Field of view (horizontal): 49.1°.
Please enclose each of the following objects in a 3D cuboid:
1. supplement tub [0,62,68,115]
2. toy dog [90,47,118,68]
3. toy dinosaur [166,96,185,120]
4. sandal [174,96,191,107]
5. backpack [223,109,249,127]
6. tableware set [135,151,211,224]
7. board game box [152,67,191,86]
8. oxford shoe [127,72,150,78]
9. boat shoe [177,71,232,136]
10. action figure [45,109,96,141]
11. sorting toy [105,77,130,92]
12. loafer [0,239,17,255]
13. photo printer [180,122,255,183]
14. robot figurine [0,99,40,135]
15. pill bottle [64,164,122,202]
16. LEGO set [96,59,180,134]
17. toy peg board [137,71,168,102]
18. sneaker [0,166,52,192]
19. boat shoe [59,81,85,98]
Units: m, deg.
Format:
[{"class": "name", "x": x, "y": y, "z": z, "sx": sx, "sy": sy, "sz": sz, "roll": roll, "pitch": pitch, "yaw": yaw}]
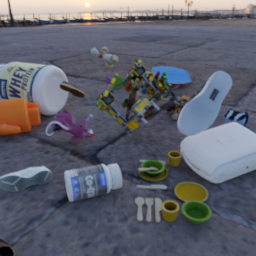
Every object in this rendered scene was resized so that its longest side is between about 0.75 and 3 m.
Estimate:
[{"class": "supplement tub", "x": -4.410, "y": -1.783, "z": 12.419, "sx": 2.942, "sy": 2.133, "sz": 2.133, "roll": 10, "pitch": 27, "yaw": 22}, {"class": "toy dog", "x": -0.999, "y": -3.189, "z": 12.192, "sx": 0.852, "sy": 1.292, "sz": 0.622, "roll": -15, "pitch": 56, "yaw": 25}, {"class": "toy dinosaur", "x": 2.297, "y": -0.790, "z": 12.218, "sx": 1.129, "sy": 0.850, "sz": 1.663, "roll": 38, "pitch": 24, "yaw": 32}, {"class": "sandal", "x": 2.840, "y": -1.355, "z": 13.467, "sx": 1.599, "sy": 0.432, "sz": 0.642, "roll": -14, "pitch": 29, "yaw": -26}, {"class": "backpack", "x": 4.185, "y": -0.291, "z": 11.024, "sx": 0.863, "sy": 0.636, "sz": 0.945, "roll": 18, "pitch": 30, "yaw": 33}, {"class": "tableware set", "x": 1.178, "y": 1.475, "z": 7.609, "sx": 1.911, "sy": 0.435, "sz": 2.837, "roll": 2, "pitch": 25, "yaw": 4}, {"class": "board game box", "x": 2.522, "y": -2.935, "z": 16.703, "sx": 2.206, "sy": 0.544, "sz": 2.792, "roll": 4, "pitch": 31, "yaw": -1}, {"class": "oxford shoe", "x": 0.550, "y": -2.682, "z": 13.929, "sx": 1.253, "sy": 0.471, "sz": 0.362, "roll": -3, "pitch": 53, "yaw": 5}, {"class": "boat shoe", "x": 2.070, "y": -0.629, "z": 7.937, "sx": 0.866, "sy": 0.820, "sz": 2.476, "roll": 36, "pitch": 63, "yaw": 1}, {"class": "action figure", "x": -1.858, "y": -0.023, "z": 9.735, "sx": 1.593, "sy": 1.067, "sz": 1.186, "roll": 26, "pitch": 15, "yaw": -2}, {"class": "sorting toy", "x": -0.305, "y": -2.454, "z": 15.752, "sx": 2.056, "sy": 0.713, "sz": 0.708, "roll": 19, "pitch": 8, "yaw": 30}, {"class": "loafer", "x": -2.502, "y": 2.463, "z": 5.657, "sx": 0.958, "sy": 0.340, "sz": 0.350, "roll": 17, "pitch": 31, "yaw": 31}, {"class": "photo printer", "x": 2.840, "y": 0.715, "z": 8.502, "sx": 2.251, "sy": 0.782, "sz": 1.873, "roll": -16, "pitch": 31, "yaw": -13}, {"class": "robot figurine", "x": -4.490, "y": -0.398, "z": 10.519, "sx": 2.222, "sy": 1.598, "sz": 1.296, "roll": -8, "pitch": -17, "yaw": -14}, {"class": "pill bottle", "x": -0.913, "y": 1.395, "z": 7.354, "sx": 1.393, "sy": 0.793, "sz": 0.793, "roll": -10, "pitch": 27, "yaw": -18}, {"class": "LEGO set", "x": 0.410, "y": -1.263, "z": 10.186, "sx": 2.937, "sy": 2.259, "sz": 1.702, "roll": -37, "pitch": 2, "yaw": -28}, {"class": "toy peg board", "x": 1.192, "y": -2.072, "z": 12.900, "sx": 1.435, "sy": 0.705, "sz": 1.441, "roll": 9, "pitch": 54, "yaw": -12}, {"class": "sneaker", "x": -2.878, "y": 1.397, "z": 7.806, "sx": 1.417, "sy": 0.498, "sz": 0.568, "roll": -7, "pitch": 17, "yaw": -27}, {"class": "boat shoe", "x": -2.172, "y": -1.562, "z": 11.170, "sx": 1.072, "sy": 0.387, "sz": 0.386, "roll": 22, "pitch": 49, "yaw": -1}]
